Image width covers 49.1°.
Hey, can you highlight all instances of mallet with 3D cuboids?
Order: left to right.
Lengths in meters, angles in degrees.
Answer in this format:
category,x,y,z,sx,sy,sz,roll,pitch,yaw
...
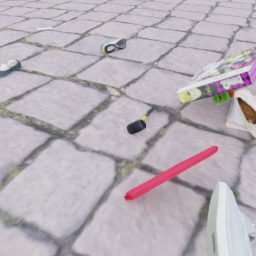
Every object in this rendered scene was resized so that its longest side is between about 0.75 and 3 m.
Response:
category,x,y,z,sx,sy,sz,roll,pitch,yaw
mallet,0.418,-0.269,8.563,0.525,0.328,1.593,-26,13,27

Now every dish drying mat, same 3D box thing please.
category,x,y,z,sx,sy,sz,roll,pitch,yaw
dish drying mat,0.941,0.999,6.220,2.228,0.856,0.203,-25,81,-15

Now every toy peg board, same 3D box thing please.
category,x,y,z,sx,sy,sz,roll,pitch,yaw
toy peg board,3.174,-1.077,9.134,0.778,0.382,0.781,-17,1,-30

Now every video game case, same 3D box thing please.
category,x,y,z,sx,sy,sz,roll,pitch,yaw
video game case,2.987,-1.687,8.614,2.292,0.453,2.528,-13,21,45

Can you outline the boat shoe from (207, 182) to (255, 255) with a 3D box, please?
category,x,y,z,sx,sy,sz,roll,pitch,yaw
boat shoe,1.962,2.009,5.248,0.773,0.757,2.169,11,44,4

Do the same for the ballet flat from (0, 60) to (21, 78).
category,x,y,z,sx,sy,sz,roll,pitch,yaw
ballet flat,-4.886,-2.465,11.393,0.454,0.454,1.242,19,41,23

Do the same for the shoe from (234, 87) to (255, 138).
category,x,y,z,sx,sy,sz,roll,pitch,yaw
shoe,3.359,-0.294,7.641,0.609,1.743,0.465,-23,18,39

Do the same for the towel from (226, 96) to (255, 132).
category,x,y,z,sx,sy,sz,roll,pitch,yaw
towel,4.162,-0.453,8.804,1.858,0.314,1.945,15,40,18

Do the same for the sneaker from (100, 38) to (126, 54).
category,x,y,z,sx,sy,sz,roll,pitch,yaw
sneaker,-0.706,-3.981,13.353,1.456,0.538,0.589,-25,40,-31
